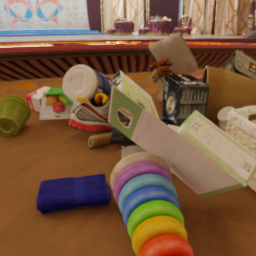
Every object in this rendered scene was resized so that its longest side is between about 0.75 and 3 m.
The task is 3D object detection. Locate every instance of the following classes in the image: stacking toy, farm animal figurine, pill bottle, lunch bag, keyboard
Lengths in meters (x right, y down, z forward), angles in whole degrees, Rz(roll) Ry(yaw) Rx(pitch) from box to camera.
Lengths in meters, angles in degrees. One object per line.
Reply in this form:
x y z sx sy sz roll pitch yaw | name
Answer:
0.436 1.661 4.548 1.249 1.249 2.927 -3 28 -7 | stacking toy
1.847 -2.292 12.935 1.429 2.295 2.842 -18 15 32 | farm animal figurine
3.028 -0.014 8.008 0.683 1.231 0.683 -27 36 21 | pill bottle
4.533 -1.867 11.195 1.675 2.043 1.201 27 8 -8 | lunch bag
-1.250 -1.430 10.749 1.367 1.367 2.463 11 -1 25 | pill bottle
0.235 0.138 6.932 1.458 0.289 0.759 -5 53 19 | keyboard

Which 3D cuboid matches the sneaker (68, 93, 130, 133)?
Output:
-0.632 -0.545 9.535 1.118 1.180 2.871 20 16 40 | sneaker

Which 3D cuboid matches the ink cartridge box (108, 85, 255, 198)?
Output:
0.828 0.208 5.281 2.612 1.901 0.626 40 72 8 | ink cartridge box

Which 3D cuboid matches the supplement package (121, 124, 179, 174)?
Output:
0.740 0.459 7.551 1.650 0.964 0.968 11 22 28 | supplement package

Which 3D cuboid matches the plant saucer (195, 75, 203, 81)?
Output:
3.067 -1.773 12.539 1.422 1.422 0.361 -11 44 -26 | plant saucer

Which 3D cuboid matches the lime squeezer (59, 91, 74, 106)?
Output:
-1.470 -0.637 10.229 0.465 0.871 2.467 -19 -21 27 | lime squeezer

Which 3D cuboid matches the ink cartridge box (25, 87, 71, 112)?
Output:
-3.303 -1.161 11.889 1.606 0.677 1.163 13 34 29 | ink cartridge box

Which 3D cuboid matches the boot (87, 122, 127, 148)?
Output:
-0.599 0.233 8.449 1.084 0.949 0.359 -10 57 -30 | boot

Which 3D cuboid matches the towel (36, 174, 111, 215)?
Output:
-1.157 1.413 6.049 1.502 0.372 1.109 -4 15 -9 | towel

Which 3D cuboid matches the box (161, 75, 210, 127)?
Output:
1.636 -0.472 8.473 0.868 2.017 1.651 -1 22 -8 | box

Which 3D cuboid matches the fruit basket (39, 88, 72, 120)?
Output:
-2.611 -0.856 10.492 1.266 0.641 1.367 -4 61 -2 | fruit basket

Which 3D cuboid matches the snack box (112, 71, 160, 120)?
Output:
0.228 -0.957 9.812 1.688 0.539 2.905 38 18 -19 | snack box

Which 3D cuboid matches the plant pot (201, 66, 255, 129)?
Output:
3.574 -0.743 9.115 2.404 2.241 2.241 8 23 9 | plant pot

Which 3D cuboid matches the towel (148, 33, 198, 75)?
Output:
2.027 -3.042 12.259 1.492 2.251 0.388 -16 51 30 | towel

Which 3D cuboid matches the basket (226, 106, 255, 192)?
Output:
3.380 0.483 6.364 1.855 1.505 1.872 -12 36 -26 | basket

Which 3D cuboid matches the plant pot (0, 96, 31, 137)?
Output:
-4.020 -0.310 9.527 1.179 1.179 1.135 -3 34 -7 | plant pot
